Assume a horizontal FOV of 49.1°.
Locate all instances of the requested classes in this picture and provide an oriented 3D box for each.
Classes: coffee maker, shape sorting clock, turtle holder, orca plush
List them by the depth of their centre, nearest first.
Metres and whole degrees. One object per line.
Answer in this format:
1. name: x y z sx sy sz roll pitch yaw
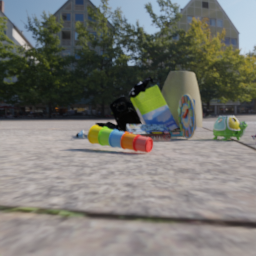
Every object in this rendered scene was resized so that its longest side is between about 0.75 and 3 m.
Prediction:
1. turtle holder: 4.423 0.008 12.398 1.151 1.075 1.514 0 2 -1
2. shape sorting clock: 2.648 -0.516 12.814 0.404 2.059 2.059 0 3 -8
3. orca plush: 0.683 -1.778 12.890 1.363 0.717 0.484 -34 60 -21
4. coffee maker: -0.193 -0.898 14.860 1.344 1.917 1.995 -13 30 -8

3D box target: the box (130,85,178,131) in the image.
1. box: 1.238 -0.735 13.421 1.402 2.299 0.548 -24 -9 -10

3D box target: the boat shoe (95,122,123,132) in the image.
1. boat shoe: -1.101 -0.012 15.560 2.049 0.673 0.732 0 23 39

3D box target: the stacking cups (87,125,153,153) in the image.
1. stacking cups: -0.248 0.408 8.588 2.141 0.648 0.648 12 9 32

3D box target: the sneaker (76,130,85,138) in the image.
1. sneaker: -2.383 0.305 13.879 0.421 0.367 0.936 -4 3 -12

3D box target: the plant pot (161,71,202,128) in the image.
1. plant pot: 2.785 -1.560 15.229 2.679 2.861 2.679 4 3 0

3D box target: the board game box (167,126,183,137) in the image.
1. board game box: 1.851 0.113 15.379 2.543 0.597 1.920 -3 4 -45

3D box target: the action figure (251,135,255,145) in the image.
1. action figure: 5.090 0.367 10.646 0.790 0.588 0.529 16 15 23

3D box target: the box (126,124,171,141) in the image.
1. box: 0.860 0.207 12.225 1.765 0.352 1.208 0 21 -8
